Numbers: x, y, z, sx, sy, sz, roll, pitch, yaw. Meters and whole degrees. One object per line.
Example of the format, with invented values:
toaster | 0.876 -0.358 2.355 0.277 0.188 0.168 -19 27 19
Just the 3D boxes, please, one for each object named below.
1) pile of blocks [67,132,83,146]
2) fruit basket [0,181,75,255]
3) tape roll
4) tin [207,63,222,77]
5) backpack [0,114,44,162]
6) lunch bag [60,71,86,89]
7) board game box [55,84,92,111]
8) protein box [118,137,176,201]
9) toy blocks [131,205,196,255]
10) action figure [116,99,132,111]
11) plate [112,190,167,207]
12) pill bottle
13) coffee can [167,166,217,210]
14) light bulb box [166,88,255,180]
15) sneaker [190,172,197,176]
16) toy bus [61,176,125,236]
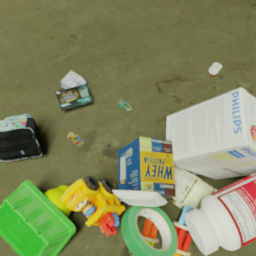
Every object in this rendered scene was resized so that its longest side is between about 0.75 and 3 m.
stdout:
pile of blocks | -1.914 0.445 10.303 0.310 0.754 0.234 -28 45 26
fruit basket | -2.892 3.003 9.619 2.658 2.658 1.917 43 108 22
tape roll | 0.650 3.099 8.343 1.796 0.432 1.796 29 33 -21
tin | 4.278 -2.874 13.824 0.525 0.196 0.937 35 65 14
backpack | -4.453 0.420 10.975 1.932 1.715 1.455 -14 39 -7
lunch bag | -2.535 -2.095 13.115 0.945 0.601 0.801 34 66 6
board game box | -2.427 -1.368 12.471 1.421 0.200 0.961 -17 66 -13
protein box | 0.535 1.450 9.221 1.200 1.766 1.779 8 68 -24
toy blocks | 1.232 3.487 9.189 1.833 0.798 2.199 15 78 19
action figure | -0.108 -0.994 12.689 0.768 0.210 0.453 37 63 16
plate | 0.342 1.993 7.803 1.273 1.276 0.206 -2 64 20
pill bottle | 3.197 2.462 8.097 2.892 1.623 1.623 -22 62 -7
coffee can | 2.069 2.254 10.074 1.784 1.306 1.306 33 64 18
light bulb box | 3.322 0.435 9.411 2.948 2.974 1.856 21 62 -35
sneaker | 2.783 1.567 11.030 0.471 0.426 1.107 22 62 8
toy bus | -1.034 2.679 9.242 1.276 1.880 1.805 -45 53 17
